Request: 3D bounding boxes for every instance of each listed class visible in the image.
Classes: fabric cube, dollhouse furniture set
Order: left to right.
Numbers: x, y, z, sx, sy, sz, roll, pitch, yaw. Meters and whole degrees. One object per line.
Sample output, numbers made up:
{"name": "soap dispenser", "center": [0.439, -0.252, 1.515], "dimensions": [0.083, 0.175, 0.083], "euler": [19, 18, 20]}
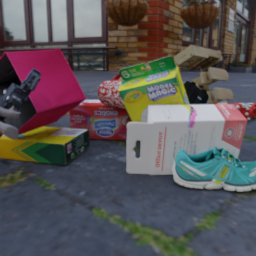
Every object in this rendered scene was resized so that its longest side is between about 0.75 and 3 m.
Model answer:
{"name": "fabric cube", "center": [-2.729, -1.035, 8.165], "dimensions": [1.826, 1.791, 1.820], "euler": [-30, -2, 38]}
{"name": "dollhouse furniture set", "center": [3.437, -2.084, 12.844], "dimensions": [1.919, 2.888, 2.532], "euler": [-1, -15, -34]}

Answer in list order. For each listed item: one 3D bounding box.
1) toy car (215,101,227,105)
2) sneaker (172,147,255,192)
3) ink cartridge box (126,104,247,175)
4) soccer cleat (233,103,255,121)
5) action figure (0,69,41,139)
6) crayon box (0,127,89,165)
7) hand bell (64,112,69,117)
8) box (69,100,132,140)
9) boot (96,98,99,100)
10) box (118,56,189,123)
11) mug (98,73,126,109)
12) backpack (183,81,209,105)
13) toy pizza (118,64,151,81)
{"name": "toy car", "center": [4.071, -1.368, 15.176], "dimensions": [2.660, 0.885, 1.305], "euler": [2, 15, 6]}
{"name": "sneaker", "center": [2.194, 0.916, 6.472], "dimensions": [2.312, 0.921, 0.896], "euler": [0, 15, -1]}
{"name": "ink cartridge box", "center": [1.325, 0.299, 7.113], "dimensions": [2.783, 1.621, 0.939], "euler": [0, 30, -3]}
{"name": "soccer cleat", "center": [5.079, -0.707, 12.856], "dimensions": [2.705, 0.928, 1.152], "euler": [-11, 8, -42]}
{"name": "action figure", "center": [-3.051, -0.308, 5.811], "dimensions": [1.454, 2.779, 2.689], "euler": [37, 1, -37]}
{"name": "crayon box", "center": [-2.712, 0.461, 8.662], "dimensions": [2.602, 0.661, 1.652], "euler": [4, 15, 16]}
{"name": "hand bell", "center": [-2.285, -1.000, 10.917], "dimensions": [1.176, 0.613, 0.613], "euler": [-37, -12, 38]}
{"name": "box", "center": [-0.729, -0.330, 10.434], "dimensions": [2.660, 1.270, 1.326], "euler": [1, 15, 4]}
{"name": "boot", "center": [-0.273, -0.982, 12.500], "dimensions": [2.419, 1.871, 0.891], "euler": [-35, 50, -10]}
{"name": "box", "center": [0.861, -0.514, 7.728], "dimensions": [1.623, 2.765, 0.669], "euler": [-11, 33, 23]}
{"name": "mug", "center": [-0.097, -1.223, 9.187], "dimensions": [1.528, 1.356, 1.020], "euler": [9, -26, 38]}
{"name": "backpack", "center": [2.172, -0.872, 10.426], "dimensions": [1.261, 1.069, 1.420], "euler": [35, 60, -3]}
{"name": "toy pizza", "center": [0.498, -1.262, 11.487], "dimensions": [2.834, 2.834, 0.449], "euler": [-6, 39, -23]}
